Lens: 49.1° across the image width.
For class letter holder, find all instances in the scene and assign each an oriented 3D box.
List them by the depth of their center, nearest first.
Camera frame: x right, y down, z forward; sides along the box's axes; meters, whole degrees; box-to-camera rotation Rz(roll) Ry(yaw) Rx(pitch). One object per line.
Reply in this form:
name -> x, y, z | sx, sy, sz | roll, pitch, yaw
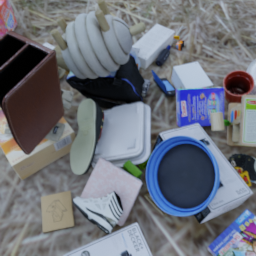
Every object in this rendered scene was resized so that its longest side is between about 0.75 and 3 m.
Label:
letter holder -> -2.688, -0.684, 6.922 | 1.271, 2.527, 1.796 | 26, 59, 9

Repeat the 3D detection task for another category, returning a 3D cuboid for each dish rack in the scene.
dish rack -> -0.285, 0.139, 8.732 | 1.938, 0.492, 2.258 | -13, 49, 21

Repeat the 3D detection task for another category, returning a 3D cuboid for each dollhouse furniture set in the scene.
dollhouse furniture set -> 0.843, 1.479, 7.939 | 1.140, 0.873, 1.740 | -36, 61, -23

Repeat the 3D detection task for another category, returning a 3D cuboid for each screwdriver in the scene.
screwdriver -> 1.806, -3.632, 11.939 | 0.416, 0.399, 2.860 | 34, 59, -13

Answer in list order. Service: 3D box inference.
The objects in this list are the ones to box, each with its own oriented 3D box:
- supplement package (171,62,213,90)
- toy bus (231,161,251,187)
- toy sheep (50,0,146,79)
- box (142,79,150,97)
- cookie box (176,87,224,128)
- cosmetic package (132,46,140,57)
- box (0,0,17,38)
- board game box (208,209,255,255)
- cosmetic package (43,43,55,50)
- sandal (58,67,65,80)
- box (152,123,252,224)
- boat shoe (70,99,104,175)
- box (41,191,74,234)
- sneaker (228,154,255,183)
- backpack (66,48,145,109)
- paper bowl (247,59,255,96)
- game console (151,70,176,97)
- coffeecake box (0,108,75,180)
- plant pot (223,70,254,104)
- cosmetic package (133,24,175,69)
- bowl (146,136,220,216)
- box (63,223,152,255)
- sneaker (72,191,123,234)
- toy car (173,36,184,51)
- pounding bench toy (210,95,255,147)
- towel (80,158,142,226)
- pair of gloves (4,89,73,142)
supplement package -> 2.321, -1.674, 10.339 | 1.011, 0.720, 1.299 | -14, 54, -10
toy bus -> 3.221, 1.351, 7.968 | 0.374, 0.724, 0.683 | -13, 43, -17
toy sheep -> -0.833, -2.221, 7.395 | 2.691, 1.855, 1.855 | -13, 51, 19
box -> 0.314, -1.553, 10.558 | 0.923, 0.223, 0.731 | 12, 55, 8
cookie box -> 2.373, -0.701, 9.325 | 1.475, 0.554, 1.261 | -3, 97, -2
cosmetic package -> -0.769, -2.874, 10.854 | 2.205, 1.118, 0.786 | 21, 17, 15
box -> -6.603, -4.888, 12.263 | 2.803, 1.438, 1.327 | 8, 55, 4
board game box -> 2.973, 2.988, 6.764 | 1.455, 0.299, 1.451 | -38, 53, -13
cosmetic package -> -3.489, -2.758, 11.232 | 0.718, 0.566, 1.334 | 31, 61, 23
sandal -> -2.961, -1.998, 10.658 | 1.598, 0.432, 0.642 | -39, 47, -20
box -> 2.022, 1.176, 8.034 | 1.529, 0.788, 2.622 | -14, 55, -26
boat shoe -> -1.153, 0.300, 8.321 | 0.844, 0.723, 2.306 | -9, 63, 28
box -> -1.975, 2.328, 7.797 | 0.847, 0.110, 1.036 | -10, 55, -7
sneaker -> 3.981, 1.358, 8.205 | 2.103, 0.762, 0.756 | 21, 83, 32
backpack -> -0.753, -1.780, 9.396 | 2.378, 2.496, 1.923 | 1, 69, 17
paper bowl -> 5.497, -1.766, 10.105 | 2.374, 1.234, 2.374 | -1, 54, 1
game console -> 1.359, -1.684, 10.313 | 0.843, 0.584, 0.988 | -12, 52, -27
coffeecake box -> -3.168, 0.004, 8.968 | 1.998, 0.951, 2.603 | -31, 60, -21
plant pot -> 3.821, -1.339, 9.835 | 0.997, 0.970, 0.997 | -5, 68, 13
cosmetic package -> 0.972, -3.417, 11.703 | 0.930, 0.571, 2.254 | 30, 59, 20
bowl -> 1.379, 1.220, 7.192 | 2.015, 0.396, 2.015 | -11, 72, 38
box -> -0.560, 3.385, 6.656 | 2.312, 0.695, 1.348 | -18, 56, -13
sneaker -> -0.730, 2.052, 7.446 | 1.647, 0.622, 0.948 | 17, 55, 45
toy car -> 2.102, -3.660, 11.722 | 0.333, 0.999, 0.490 | 14, 72, 26
pounding bench toy -> 3.459, -0.143, 8.449 | 2.233, 1.742, 1.387 | 4, 87, 5
towel -> -0.471, 1.730, 7.698 | 1.453, 0.234, 1.387 | 29, 100, 20
pair of gloves -> -2.664, -0.526, 8.579 | 1.748, 0.360, 2.055 | 10, 56, -3
